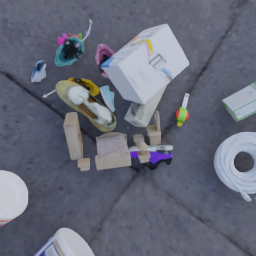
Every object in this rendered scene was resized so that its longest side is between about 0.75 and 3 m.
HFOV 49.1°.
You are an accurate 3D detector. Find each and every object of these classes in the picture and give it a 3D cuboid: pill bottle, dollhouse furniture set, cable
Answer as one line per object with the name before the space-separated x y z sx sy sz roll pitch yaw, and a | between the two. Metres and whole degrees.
pill bottle | -2.004 3.705 6.905 2.229 1.290 1.290 -44 80 -3
dollhouse furniture set | -0.364 0.231 7.604 2.567 1.331 1.136 -7 118 -2
pill bottle | -3.550 2.002 6.933 2.088 1.192 1.192 -34 76 28
cable | 3.224 0.952 7.703 1.636 0.566 1.636 41 91 10

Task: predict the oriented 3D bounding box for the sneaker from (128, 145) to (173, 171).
sneaker | 0.572 0.878 8.062 1.435 0.499 0.713 -3 93 8

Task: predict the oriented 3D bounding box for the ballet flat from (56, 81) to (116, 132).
ballet flat | -1.143 -0.682 8.033 2.084 0.736 0.736 43 80 -10

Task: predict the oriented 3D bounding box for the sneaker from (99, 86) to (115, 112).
sneaker | -0.558 -0.922 8.559 0.362 0.327 0.884 -27 78 5

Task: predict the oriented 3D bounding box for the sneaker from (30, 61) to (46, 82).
sneaker | -2.652 -1.721 8.557 0.386 0.890 0.334 3 59 -41

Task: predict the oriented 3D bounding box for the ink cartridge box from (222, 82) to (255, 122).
ink cartridge box | 3.596 -0.849 8.080 1.486 0.771 0.441 -30 118 11

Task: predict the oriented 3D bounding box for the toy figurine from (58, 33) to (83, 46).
toy figurine | -1.833 -2.701 8.704 0.691 0.564 0.751 11 84 -37

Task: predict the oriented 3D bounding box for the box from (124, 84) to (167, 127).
box | 0.529 -0.802 8.310 0.522 0.628 1.528 32 74 -27

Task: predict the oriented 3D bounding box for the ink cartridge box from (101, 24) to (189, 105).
ink cartridge box | 0.427 -1.649 7.285 1.669 1.229 1.207 -42 115 -12

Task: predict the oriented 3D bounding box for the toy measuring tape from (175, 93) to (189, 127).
toy measuring tape | 1.684 -0.578 8.466 0.412 0.412 1.120 17 77 4

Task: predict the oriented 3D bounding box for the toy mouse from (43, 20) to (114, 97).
toy mouse | -1.202 -2.024 8.458 2.595 0.502 2.306 2 97 -3
